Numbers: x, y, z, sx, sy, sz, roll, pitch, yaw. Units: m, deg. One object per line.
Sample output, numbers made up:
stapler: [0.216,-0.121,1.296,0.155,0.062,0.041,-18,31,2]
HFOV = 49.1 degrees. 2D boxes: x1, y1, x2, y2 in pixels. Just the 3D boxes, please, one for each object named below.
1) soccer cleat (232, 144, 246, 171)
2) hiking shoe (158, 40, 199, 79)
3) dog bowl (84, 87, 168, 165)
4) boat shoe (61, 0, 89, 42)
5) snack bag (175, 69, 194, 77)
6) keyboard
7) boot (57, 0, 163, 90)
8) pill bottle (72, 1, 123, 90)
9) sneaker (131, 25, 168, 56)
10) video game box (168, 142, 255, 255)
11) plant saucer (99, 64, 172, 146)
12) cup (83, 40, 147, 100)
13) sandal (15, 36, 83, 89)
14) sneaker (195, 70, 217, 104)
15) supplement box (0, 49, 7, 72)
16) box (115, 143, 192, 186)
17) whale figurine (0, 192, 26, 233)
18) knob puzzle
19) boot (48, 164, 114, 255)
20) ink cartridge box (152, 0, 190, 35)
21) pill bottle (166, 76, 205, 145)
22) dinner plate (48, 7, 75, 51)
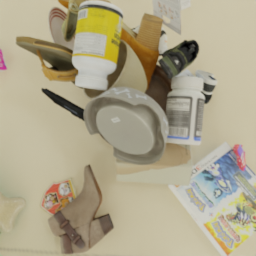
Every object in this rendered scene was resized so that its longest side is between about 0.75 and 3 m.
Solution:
soccer cleat: [3.049,0.783,7.532,0.302,0.263,0.789,-6,54,-2]
hiking shoe: [1.405,-1.808,7.196,0.981,1.949,0.738,-29,104,22]
dog bowl: [-0.005,-0.046,5.967,1.889,1.889,0.554,26,50,10]
boat shoe: [-1.250,-2.621,6.619,0.458,1.257,0.395,12,49,-32]
snack bag: [1.882,-1.403,8.996,0.897,0.102,0.951,-31,72,-15]
keyboard: [-1.392,-0.481,7.396,1.822,1.094,0.234,29,79,24]
boot: [-0.641,-2.241,7.675,3.012,2.156,1.060,19,34,5]
pill bottle: [-0.683,-1.718,6.039,0.962,0.962,1.717,8,93,3]
sneaker: [0.100,-2.645,8.629,2.288,0.843,0.915,0,102,8]
video game box: [2.575,1.831,7.535,2.059,0.529,2.260,-35,72,-10]
plant saucer: [0.197,-0.646,8.167,2.658,0.426,2.658,-2,82,18]
cup: [-0.187,-1.170,6.838,1.557,1.113,1.557,-25,52,37]
sandal: [-1.650,-1.423,7.071,1.111,2.767,0.747,10,79,24]
sneaker: [2.248,-1.223,8.571,0.581,1.591,0.890,15,113,3]
supplement box: [-4.348,-2.290,9.196,0.442,0.433,0.855,-20,70,-8]
box: [0.663,0.903,7.297,1.890,0.735,0.897,2,40,4]
whale figurine: [-4.012,1.835,7.331,2.460,1.276,1.957,27,70,-16]
knob puzzle: [-1.921,1.954,7.676,1.146,0.159,1.146,0,69,0]
boot: [-1.343,2.154,7.314,1.507,0.724,2.062,-21,69,-6]
ink cartridge box: [1.042,-3.244,7.110,0.329,1.296,1.471,-25,44,-10]
pill bottle: [1.427,-0.425,7.078,0.939,0.939,1.650,6,90,2]
dinner plate: [-1.726,-2.469,7.678,0.195,1.607,1.607,-15,67,21]
